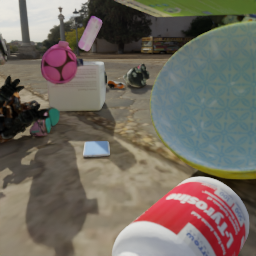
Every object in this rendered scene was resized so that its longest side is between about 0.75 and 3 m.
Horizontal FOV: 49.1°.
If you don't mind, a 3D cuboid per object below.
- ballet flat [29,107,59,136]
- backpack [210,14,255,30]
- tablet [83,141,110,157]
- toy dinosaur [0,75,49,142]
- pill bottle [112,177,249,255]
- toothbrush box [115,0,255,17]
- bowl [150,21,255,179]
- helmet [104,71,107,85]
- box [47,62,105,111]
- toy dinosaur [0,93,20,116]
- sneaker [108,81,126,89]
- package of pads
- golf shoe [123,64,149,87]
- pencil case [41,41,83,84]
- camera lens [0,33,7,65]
[{"bbox_3d":[-2.217,-0.184,7.312,0.557,0.541,1.565,-6,20,0],"label":"ballet flat"},{"bbox_3d":[2.709,-3.074,7.084,1.337,1.404,1.082,9,-31,-26],"label":"backpack"},{"bbox_3d":[-0.668,0.439,5.943,0.530,0.056,0.815,-2,16,-5],"label":"tablet"},{"bbox_3d":[-2.672,-0.124,6.296,1.165,1.547,2.280,36,34,-24],"label":"toy dinosaur"},{"bbox_3d":[0.418,1.068,2.421,0.847,0.847,1.508,12,21,35],"label":"pill bottle"},{"bbox_3d":[1.124,-2.935,4.417,1.172,1.982,2.722,3,14,-38],"label":"toothbrush box"},{"bbox_3d":[2.041,-0.280,5.101,2.952,2.952,1.588,11,-24,32],"label":"bowl"},{"bbox_3d":[-1.493,-2.520,14.599,0.859,0.819,0.859,5,44,-5],"label":"helmet"},{"bbox_3d":[-1.762,-1.520,9.926,1.786,1.530,1.777,-2,17,1],"label":"box"},{"bbox_3d":[-4.177,-0.826,9.033,1.621,1.220,2.388,14,-3,-3],"label":"toy dinosaur"},{"bbox_3d":[-0.575,-2.220,14.503,0.996,0.377,0.458,17,15,26],"label":"sneaker"},{"bbox_3d":[-1.396,-3.473,10.308,0.454,1.199,0.723,24,20,-19],"label":"package of pads"},{"bbox_3d":[0.329,-2.658,15.221,1.245,1.091,2.826,-22,11,22],"label":"golf shoe"},{"bbox_3d":[-1.824,-1.763,7.455,0.972,1.003,2.142,0,15,-18],"label":"pencil case"},{"bbox_3d":[-3.456,-1.813,6.368,1.195,0.956,0.956,-17,20,-14],"label":"camera lens"}]
